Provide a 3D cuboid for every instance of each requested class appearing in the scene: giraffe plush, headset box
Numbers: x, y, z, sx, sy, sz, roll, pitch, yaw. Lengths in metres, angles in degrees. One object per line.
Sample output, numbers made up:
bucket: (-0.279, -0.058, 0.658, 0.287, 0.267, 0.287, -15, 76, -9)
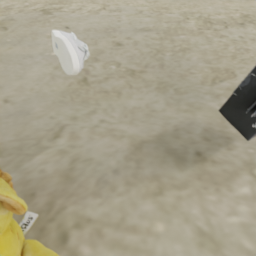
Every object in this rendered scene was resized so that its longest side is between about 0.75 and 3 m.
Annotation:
giraffe plush: (-2.170, 1.671, 4.085, 2.481, 2.332, 2.875, -1, 35, -1)
headset box: (3.078, -0.856, 5.521, 2.441, 1.814, 0.916, -21, 63, -36)

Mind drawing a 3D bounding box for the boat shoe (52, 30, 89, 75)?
boat shoe: (-0.794, -1.112, 4.039, 0.434, 0.456, 1.268, -10, 29, -20)
